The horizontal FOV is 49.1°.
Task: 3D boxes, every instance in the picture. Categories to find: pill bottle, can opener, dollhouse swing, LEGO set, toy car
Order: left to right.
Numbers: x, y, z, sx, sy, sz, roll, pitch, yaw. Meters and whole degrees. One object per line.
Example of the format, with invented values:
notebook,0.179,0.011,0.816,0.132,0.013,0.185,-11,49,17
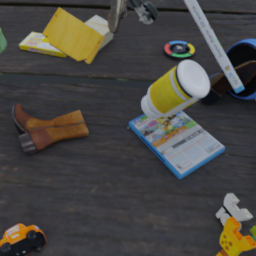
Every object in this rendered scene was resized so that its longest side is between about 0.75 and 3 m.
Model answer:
toy car,-2.861,2.218,6.287,1.119,2.281,0.759,-36,41,-8
dollhouse swing,-1.478,-2.410,7.778,1.372,1.206,1.247,30,79,-10
can opener,0.339,-5.074,11.122,0.597,2.267,0.753,19,72,50
pill bottle,1.169,-0.918,7.502,1.036,1.850,1.036,15,62,-30
LEGO set,2.640,3.021,6.226,1.137,1.223,2.980,9,33,-36

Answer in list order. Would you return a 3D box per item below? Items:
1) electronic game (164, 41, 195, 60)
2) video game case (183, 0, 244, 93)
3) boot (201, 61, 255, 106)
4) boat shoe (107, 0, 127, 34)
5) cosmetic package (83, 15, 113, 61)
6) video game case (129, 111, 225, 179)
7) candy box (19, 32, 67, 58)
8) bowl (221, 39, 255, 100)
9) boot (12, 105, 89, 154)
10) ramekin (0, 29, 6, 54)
electronic game,2.345,-3.578,12.818,1.433,0.298,1.433,0,47,0
video game case,2.167,-2.466,7.495,0.254,2.850,2.040,-30,21,22
boot,3.542,-1.846,10.127,0.854,2.285,1.107,39,36,-23
boat shoe,-0.271,-3.717,8.939,0.530,1.445,0.538,5,5,-36
cosmetic package,-1.703,-4.132,12.827,1.160,0.819,2.241,32,54,7
video game case,1.535,0.278,9.254,1.903,0.237,2.659,-27,53,-22
candy box,-3.751,-3.905,13.112,2.339,0.309,1.196,14,52,12
bowl,4.235,-2.091,10.142,0.422,2.149,2.149,-10,47,-25
boot,-2.644,-0.280,9.434,2.185,0.748,2.057,-20,50,-18
ramekin,-4.172,-2.539,8.294,1.081,0.528,1.081,-5,55,8
